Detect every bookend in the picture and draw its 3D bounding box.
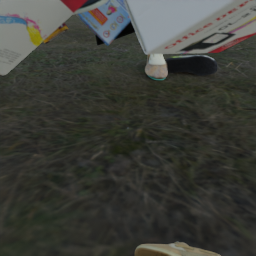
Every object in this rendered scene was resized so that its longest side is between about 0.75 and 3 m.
[{"bbox_3d":[-0.358,-4.043,8.760,2.108,2.121,0.977,-20,1,-3],"label":"bookend"}]

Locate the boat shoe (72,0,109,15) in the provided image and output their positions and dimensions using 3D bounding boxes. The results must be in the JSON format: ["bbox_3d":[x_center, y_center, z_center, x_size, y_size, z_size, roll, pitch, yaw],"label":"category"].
[{"bbox_3d":[-0.367,-3.223,5.823,2.703,0.836,1.012,-17,50,15],"label":"boat shoe"}]

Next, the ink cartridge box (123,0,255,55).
[{"bbox_3d":[1.273,-1.725,3.639,1.650,0.938,2.264,-22,-2,42],"label":"ink cartridge box"}]

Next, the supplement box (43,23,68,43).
[{"bbox_3d":[-2.024,-2.667,6.560,0.643,1.166,0.499,-33,19,4],"label":"supplement box"}]

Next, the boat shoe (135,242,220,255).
[{"bbox_3d":[0.628,1.615,3.428,1.095,0.390,0.353,13,21,8],"label":"boat shoe"}]

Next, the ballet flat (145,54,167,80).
[{"bbox_3d":[1.129,-2.784,11.794,0.902,0.892,2.651,-1,26,-3],"label":"ballet flat"}]

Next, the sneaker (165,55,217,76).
[{"bbox_3d":[2.642,-2.760,11.835,2.266,0.812,0.938,10,28,20],"label":"sneaker"}]

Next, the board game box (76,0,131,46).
[{"bbox_3d":[-0.563,-3.073,7.369,1.236,1.263,0.353,-46,11,1],"label":"board game box"}]

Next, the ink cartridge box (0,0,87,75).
[{"bbox_3d":[-1.977,-2.102,4.108,2.160,1.570,1.562,-39,-4,10],"label":"ink cartridge box"}]
